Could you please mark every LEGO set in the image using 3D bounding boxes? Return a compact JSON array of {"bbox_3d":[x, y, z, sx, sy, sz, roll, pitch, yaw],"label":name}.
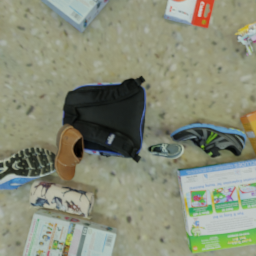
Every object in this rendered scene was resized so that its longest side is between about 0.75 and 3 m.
[{"bbox_3d":[4.796,-3.408,10.221,2.542,1.169,0.946,-35,105,-30],"label":"LEGO set"}]

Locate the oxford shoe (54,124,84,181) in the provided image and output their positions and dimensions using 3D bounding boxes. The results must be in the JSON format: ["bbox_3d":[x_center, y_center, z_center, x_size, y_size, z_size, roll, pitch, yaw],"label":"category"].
[{"bbox_3d":[-1.717,0.929,8.432,0.756,2.121,0.756,28,43,21],"label":"oxford shoe"}]

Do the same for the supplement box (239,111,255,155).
[{"bbox_3d":[4.935,0.568,10.030,0.814,0.842,2.447,-22,85,-1],"label":"supplement box"}]

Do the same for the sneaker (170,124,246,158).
[{"bbox_3d":[2.856,0.480,9.951,2.677,0.949,1.109,8,80,-2],"label":"sneaker"}]

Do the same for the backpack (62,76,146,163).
[{"bbox_3d":[-0.793,-0.276,9.413,2.668,2.158,2.801,6,76,-1],"label":"backpack"}]

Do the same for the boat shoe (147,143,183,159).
[{"bbox_3d":[1.079,0.662,8.330,0.383,1.241,0.452,19,74,-37],"label":"boat shoe"}]

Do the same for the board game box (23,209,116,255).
[{"bbox_3d":[-2.049,4.261,9.732,2.894,0.930,2.135,15,85,-1],"label":"board game box"}]

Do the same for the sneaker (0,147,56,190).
[{"bbox_3d":[-3.860,1.498,9.866,2.847,1.269,1.118,-11,70,-14],"label":"sneaker"}]

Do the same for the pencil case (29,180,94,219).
[{"bbox_3d":[-2.292,2.549,9.876,2.250,0.875,1.006,13,101,1],"label":"pencil case"}]

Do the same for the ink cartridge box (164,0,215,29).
[{"bbox_3d":[2.346,-4.630,10.514,1.737,0.435,1.409,14,87,3],"label":"ink cartridge box"}]

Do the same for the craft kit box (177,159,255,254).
[{"bbox_3d":[3.425,2.729,9.993,2.947,0.715,2.911,-8,84,0],"label":"craft kit box"}]

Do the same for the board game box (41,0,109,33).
[{"bbox_3d":[-1.648,-5.361,10.302,2.142,0.933,2.903,39,89,1],"label":"board game box"}]
